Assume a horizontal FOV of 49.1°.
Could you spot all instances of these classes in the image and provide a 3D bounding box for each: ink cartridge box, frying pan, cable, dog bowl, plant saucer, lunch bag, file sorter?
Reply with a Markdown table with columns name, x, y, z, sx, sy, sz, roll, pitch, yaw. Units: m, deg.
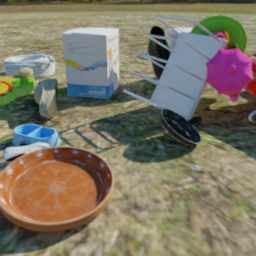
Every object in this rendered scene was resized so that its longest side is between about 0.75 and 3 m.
| name | x | y | z | sx | sy | sz | roll | pitch | yaw |
| --- | --- | --- | --- | --- | --- | --- | --- | --- | --- |
| ink cartridge box | -1.163 | -2.203 | 9.350 | 1.466 | 2.027 | 1.493 | 6 | 27 | 11 |
| frying pan | 1.267 | -0.145 | 6.772 | 1.142 | 0.307 | 1.888 | 36 | 25 | -3 |
| ink cartridge box | 2.221 | -2.784 | 10.681 | 1.325 | 1.832 | 1.349 | -2 | 27 | -7 |
| cable | -4.061 | -2.566 | 11.607 | 2.036 | 0.705 | 2.037 | -8 | 27 | -13 |
| dog bowl | -2.138 | 0.197 | 6.478 | 1.188 | 0.295 | 0.662 | 12 | 28 | 21 |
| plant saucer | -1.192 | 0.965 | 4.740 | 1.908 | 0.308 | 1.908 | 3 | 30 | -2 |
| lunch bag | 4.559 | -1.195 | 7.506 | 2.632 | 1.224 | 2.988 | -19 | 36 | -16 |
| file sorter | 1.139 | -1.603 | 7.411 | 1.427 | 2.292 | 1.590 | 17 | 11 | -42 |

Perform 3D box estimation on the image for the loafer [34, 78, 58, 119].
| name | x | y | z | sx | sy | sz | roll | pitch | yaw |
| --- | --- | --- | --- | --- | --- | --- | --- | --- | --- |
| loafer | -2.378 | -0.854 | 8.034 | 0.636 | 0.705 | 1.864 | -2 | 31 | -8 |

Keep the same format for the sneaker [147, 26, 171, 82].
| name | x | y | z | sx | sy | sz | roll | pitch | yaw |
| --- | --- | --- | --- | --- | --- | --- | --- | --- | --- |
| sneaker | 1.157 | -2.309 | 9.339 | 0.793 | 1.126 | 2.121 | -24 | 66 | -4 |

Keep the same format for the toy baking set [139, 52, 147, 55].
| name | x | y | z | sx | sy | sz | roll | pitch | yaw |
| --- | --- | --- | --- | --- | --- | --- | --- | --- | --- |
| toy baking set | 1.700 | -3.837 | 14.652 | 1.714 | 0.260 | 2.233 | -18 | 31 | -32 |

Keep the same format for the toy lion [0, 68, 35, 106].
| name | x | y | z | sx | sy | sz | roll | pitch | yaw |
| --- | --- | --- | --- | --- | --- | --- | --- | --- | --- |
| toy lion | -4.125 | -1.270 | 9.176 | 2.044 | 0.702 | 1.959 | -8 | 34 | -16 |

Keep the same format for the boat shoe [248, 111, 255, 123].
| name | x | y | z | sx | sy | sz | roll | pitch | yaw |
| --- | --- | --- | --- | --- | --- | --- | --- | --- | --- |
| boat shoe | 3.677 | -0.277 | 7.373 | 0.985 | 0.348 | 0.313 | -3 | 25 | -10 |

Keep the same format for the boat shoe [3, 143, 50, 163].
| name | x | y | z | sx | sy | sz | roll | pitch | yaw |
| --- | --- | --- | --- | --- | --- | --- | --- | --- | --- |
| boat shoe | -2.075 | 0.559 | 5.782 | 0.932 | 0.343 | 0.304 | -11 | 48 | -18 |

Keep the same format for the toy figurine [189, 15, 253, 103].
| name | x | y | z | sx | sy | sz | roll | pitch | yaw |
| --- | --- | --- | --- | --- | --- | --- | --- | --- | --- |
| toy figurine | 2.634 | -1.535 | 7.710 | 1.816 | 2.419 | 2.227 | -15 | 37 | 16 |
